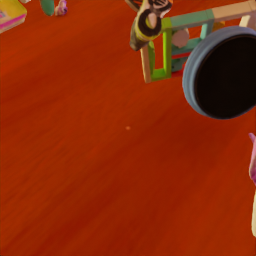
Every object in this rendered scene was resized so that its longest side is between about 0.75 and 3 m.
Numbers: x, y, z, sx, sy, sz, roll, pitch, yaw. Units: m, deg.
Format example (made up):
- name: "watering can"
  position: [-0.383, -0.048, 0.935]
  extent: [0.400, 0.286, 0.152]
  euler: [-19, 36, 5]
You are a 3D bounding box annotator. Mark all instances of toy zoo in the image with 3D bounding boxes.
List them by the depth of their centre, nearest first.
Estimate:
- name: "toy zoo"
  position: [1.793, -1.998, 6.742]
  extent: [2.977, 1.953, 0.305]
  euler: [-10, 65, 3]

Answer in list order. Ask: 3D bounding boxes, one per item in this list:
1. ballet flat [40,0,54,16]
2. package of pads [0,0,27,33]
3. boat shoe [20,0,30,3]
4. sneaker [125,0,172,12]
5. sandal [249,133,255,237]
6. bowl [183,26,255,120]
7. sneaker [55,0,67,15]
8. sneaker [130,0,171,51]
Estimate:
- name: "ballet flat"
  position: [-2.112, -3.309, 7.149]
  extent: [0.351, 0.976, 0.351]
  euler: [-16, 6, 2]
- name: "package of pads"
  position: [-2.331, -2.110, 4.672]
  extent: [1.047, 0.357, 0.809]
  euler: [47, 52, -7]
- name: "boat shoe"
  position: [-3.061, -4.407, 8.294]
  extent: [0.465, 1.313, 0.458]
  euler: [29, 53, 19]
- name: "sneaker"
  position: [0.438, -4.405, 8.342]
  extent: [2.881, 1.614, 1.118]
  euler: [12, 82, -28]
- name: "sandal"
  position: [1.847, 0.095, 3.378]
  extent: [1.059, 2.602, 0.640]
  euler: [-6, 20, -31]
- name: "bowl"
  position: [2.214, -1.104, 6.062]
  extent: [2.055, 2.055, 0.403]
  euler: [-11, 30, -10]
- name: "sneaker"
  position: [-3.053, -5.602, 13.127]
  extent: [0.466, 0.424, 1.055]
  euler: [10, 52, 1]
- name: "sneaker"
  position: [0.294, -1.708, 4.371]
  extent: [0.467, 0.511, 1.263]
  euler: [34, 54, -14]
